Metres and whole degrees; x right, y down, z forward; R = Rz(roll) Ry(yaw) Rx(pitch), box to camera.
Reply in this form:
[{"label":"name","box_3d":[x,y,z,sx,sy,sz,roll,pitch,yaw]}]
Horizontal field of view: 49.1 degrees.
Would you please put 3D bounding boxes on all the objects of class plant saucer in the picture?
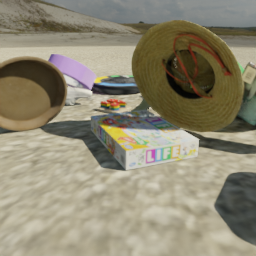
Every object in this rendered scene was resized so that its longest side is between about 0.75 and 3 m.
[{"label":"plant saucer","box_3d":[-2.370,-0.779,6.475,1.939,1.939,0.286,-11,42,-29]}]

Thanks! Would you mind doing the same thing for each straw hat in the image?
[{"label":"straw hat","box_3d":[1.516,-1.326,6.336,2.842,2.842,1.203,16,51,38]}]

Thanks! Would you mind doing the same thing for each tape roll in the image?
[{"label":"tape roll","box_3d":[-2.206,-2.077,10.734,1.870,0.614,1.870,22,-9,3]},{"label":"tape roll","box_3d":[2.212,-0.992,7.534,1.955,0.470,1.955,-38,3,2]}]

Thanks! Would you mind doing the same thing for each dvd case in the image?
[{"label":"dvd case","box_3d":[2.874,-0.451,5.558,1.616,1.180,0.178,32,46,21]}]

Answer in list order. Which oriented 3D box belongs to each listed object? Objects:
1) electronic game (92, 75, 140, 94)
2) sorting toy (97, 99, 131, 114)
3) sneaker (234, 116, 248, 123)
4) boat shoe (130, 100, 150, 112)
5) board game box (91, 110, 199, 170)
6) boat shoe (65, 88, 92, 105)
[{"label":"electronic game","box_3d":[-0.237,-1.916,11.785,2.670,0.556,2.670,0,19,0]},{"label":"sorting toy","box_3d":[-0.432,-0.691,8.691,0.770,0.270,0.775,13,23,32]},{"label":"sneaker","box_3d":[3.801,-0.744,7.161,2.944,1.167,1.110,-1,-11,-12]},{"label":"boat shoe","box_3d":[0.315,-0.456,7.533,0.310,0.829,0.275,43,13,18]},{"label":"board game box","box_3d":[0.221,0.137,6.132,1.531,0.390,2.277,-7,21,-22]},{"label":"boat shoe","box_3d":[-1.987,-1.020,9.237,1.598,0.548,0.575,1,-2,-1]}]
